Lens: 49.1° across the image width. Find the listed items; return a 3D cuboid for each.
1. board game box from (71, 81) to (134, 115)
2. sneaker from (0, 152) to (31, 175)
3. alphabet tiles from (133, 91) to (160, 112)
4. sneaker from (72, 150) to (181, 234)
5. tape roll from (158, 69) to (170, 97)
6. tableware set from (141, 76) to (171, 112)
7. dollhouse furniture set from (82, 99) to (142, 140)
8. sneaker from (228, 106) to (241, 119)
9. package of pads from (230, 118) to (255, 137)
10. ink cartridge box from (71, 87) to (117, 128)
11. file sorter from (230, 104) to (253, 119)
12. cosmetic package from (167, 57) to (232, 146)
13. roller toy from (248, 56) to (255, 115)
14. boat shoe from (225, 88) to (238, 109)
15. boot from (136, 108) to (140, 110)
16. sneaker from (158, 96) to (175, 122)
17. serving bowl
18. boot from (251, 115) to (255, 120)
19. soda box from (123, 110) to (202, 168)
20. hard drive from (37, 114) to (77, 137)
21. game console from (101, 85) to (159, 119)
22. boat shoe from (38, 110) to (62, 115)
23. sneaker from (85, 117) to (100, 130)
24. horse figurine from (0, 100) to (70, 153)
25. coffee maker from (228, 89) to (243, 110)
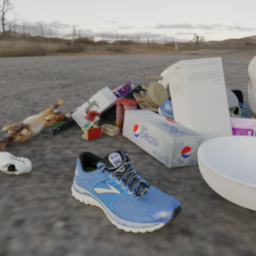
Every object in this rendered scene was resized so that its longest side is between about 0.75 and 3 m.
[{"bbox_3d":[-1.094,-1.251,12.344,2.678,0.432,1.607,-23,8,18],"label":"board game box"},{"bbox_3d":[-3.186,0.953,7.357,1.243,0.467,0.504,7,16,19],"label":"sneaker"},{"bbox_3d":[1.581,-0.876,11.627,2.657,0.100,2.221,9,28,-21],"label":"alphabet tiles"},{"bbox_3d":[-0.184,1.157,5.682,2.679,1.194,1.052,14,23,35],"label":"sneaker"},{"bbox_3d":[2.442,-2.111,14.225,1.903,1.903,1.307,3,19,8],"label":"tape roll"},{"bbox_3d":[1.623,-1.382,11.634,2.367,1.565,0.474,-9,-13,-40],"label":"tableware set"},{"bbox_3d":[-0.561,-0.300,10.033,2.148,1.156,0.874,-16,23,-41],"label":"dollhouse furniture set"},{"bbox_3d":[4.008,-0.424,10.486,0.806,0.929,2.096,26,29,13],"label":"sneaker"},{"bbox_3d":[3.822,0.189,8.921,1.566,0.943,0.592,5,19,12],"label":"package of pads"},{"bbox_3d":[-1.304,-0.833,11.016,1.579,0.663,1.152,-38,6,17],"label":"ink cartridge box"},{"bbox_3d":[4.711,-0.608,11.659,0.789,0.697,1.137,-9,21,-27],"label":"file sorter"},{"bbox_3d":[2.208,-0.740,8.715,1.413,2.627,1.114,-7,2,-17],"label":"cosmetic package"},{"bbox_3d":[5.590,-1.486,9.768,2.651,2.031,2.906,-25,38,-7],"label":"roller toy"},{"bbox_3d":[3.004,-1.072,10.278,2.495,0.856,0.706,4,-28,-32],"label":"boat shoe"},{"bbox_3d":[1.116,-0.822,12.258,1.597,0.828,2.444,11,23,15],"label":"boot"},{"bbox_3d":[2.341,-0.588,10.403,2.301,1.026,0.904,13,41,-15],"label":"sneaker"},{"bbox_3d":[2.973,1.074,6.331,2.811,0.925,2.811,0,19,0],"label":"serving bowl"},{"bbox_3d":[6.124,-0.667,10.867,2.553,1.369,0.958,-1,20,1],"label":"boot"},{"bbox_3d":[0.918,0.215,8.722,0.991,0.921,2.904,-2,18,-27],"label":"soda box"},{"bbox_3d":[-2.844,-0.127,10.838,1.177,0.319,1.685,8,20,23],"label":"hard drive"},{"bbox_3d":[0.349,-0.885,12.304,2.182,1.444,2.481,-35,6,26],"label":"game console"},{"bbox_3d":[-3.368,-0.476,11.704,0.455,0.497,1.331,6,10,27],"label":"boat shoe"},{"bbox_3d":[-1.371,-0.235,10.426,0.404,0.415,1.043,-22,-12,-38],"label":"sneaker"},{"bbox_3d":[-3.166,-0.081,9.389,2.827,0.706,1.873,-33,3,-23],"label":"horse figurine"},{"bbox_3d":[4.289,-1.046,12.421,1.555,1.047,1.493,-15,39,-12],"label":"coffee maker"}]
